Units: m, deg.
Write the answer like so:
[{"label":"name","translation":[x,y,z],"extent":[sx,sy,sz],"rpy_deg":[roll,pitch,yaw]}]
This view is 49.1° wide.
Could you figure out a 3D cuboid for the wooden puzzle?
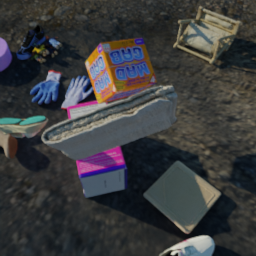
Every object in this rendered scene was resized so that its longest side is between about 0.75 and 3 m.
[{"label":"wooden puzzle","translation":[1.718,2.148,8.935],"extent":[1.773,0.357,1.916],"rpy_deg":[38,57,25]}]

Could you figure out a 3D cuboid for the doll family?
[{"label":"doll family","translation":[-3.923,-3.752,13.224],"extent":[0.956,0.649,1.653],"rpy_deg":[35,55,28]}]

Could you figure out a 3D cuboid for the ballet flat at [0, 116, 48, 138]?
[{"label":"ballet flat","translation":[-3.163,0.004,8.528],"extent":[1.922,0.668,0.668],"rpy_deg":[1,50,27]}]

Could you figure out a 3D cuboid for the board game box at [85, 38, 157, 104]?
[{"label":"board game box","translation":[-0.259,-1.734,8.679],"extent":[1.440,1.441,1.440],"rpy_deg":[-18,88,-28]}]

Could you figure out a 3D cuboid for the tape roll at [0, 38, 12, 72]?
[{"label":"tape roll","translation":[-6.491,-3.297,12.807],"extent":[2.072,0.680,2.072],"rpy_deg":[0,54,0]}]

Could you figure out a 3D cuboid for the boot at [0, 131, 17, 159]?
[{"label":"boot","translation":[-4.720,0.447,10.097],"extent":[1.279,0.614,1.749],"rpy_deg":[-11,53,0]}]

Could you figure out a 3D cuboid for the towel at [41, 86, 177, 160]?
[{"label":"towel","translation":[-0.258,0.012,6.450],"extent":[2.903,1.924,0.500],"rpy_deg":[-21,70,1]}]

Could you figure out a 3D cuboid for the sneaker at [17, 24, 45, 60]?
[{"label":"sneaker","translation":[-4.696,-4.131,13.352],"extent":[0.720,0.800,2.052],"rpy_deg":[15,54,11]}]

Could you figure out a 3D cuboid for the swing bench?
[{"label":"swing bench","translation":[3.702,-4.426,13.260],"extent":[2.155,1.405,2.166],"rpy_deg":[33,55,23]}]

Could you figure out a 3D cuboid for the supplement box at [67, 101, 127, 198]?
[{"label":"supplement box","translation":[-1.060,0.617,9.357],"extent":[1.467,1.437,2.839],"rpy_deg":[-11,54,-8]}]

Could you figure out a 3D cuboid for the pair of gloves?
[{"label":"pair of gloves","translation":[-2.740,-1.602,11.775],"extent":[2.517,0.287,2.024],"rpy_deg":[10,54,8]}]

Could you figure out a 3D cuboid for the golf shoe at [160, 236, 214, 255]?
[{"label":"golf shoe","translation":[1.492,3.503,7.494],"extent":[2.098,0.966,0.762],"rpy_deg":[-22,56,-17]}]
